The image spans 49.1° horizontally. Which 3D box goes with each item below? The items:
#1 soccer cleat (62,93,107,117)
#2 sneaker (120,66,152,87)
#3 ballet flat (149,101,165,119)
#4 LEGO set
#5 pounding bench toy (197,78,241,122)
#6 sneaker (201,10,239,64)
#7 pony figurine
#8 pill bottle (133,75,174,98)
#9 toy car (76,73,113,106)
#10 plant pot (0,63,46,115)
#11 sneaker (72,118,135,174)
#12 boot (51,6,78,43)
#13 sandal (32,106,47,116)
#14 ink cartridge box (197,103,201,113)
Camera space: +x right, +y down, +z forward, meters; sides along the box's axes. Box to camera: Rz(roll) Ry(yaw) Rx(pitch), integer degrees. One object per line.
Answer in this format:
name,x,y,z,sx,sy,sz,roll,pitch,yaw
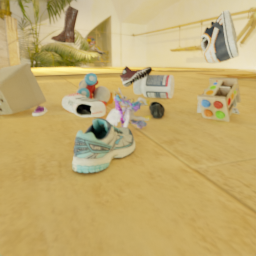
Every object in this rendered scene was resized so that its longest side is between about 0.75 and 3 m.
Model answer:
soccer cleat,-2.360,-1.052,13.590,2.952,1.013,1.257,14,23,33
sneaker,0.275,-2.587,12.781,1.507,0.870,0.570,-29,-20,-2
ballet flat,1.476,-1.047,13.984,0.821,0.702,2.470,4,16,1
LEGO set,4.765,-1.464,14.418,0.474,1.443,1.932,-49,33,-14
pounding bench toy,4.267,-0.982,12.986,1.304,2.099,1.637,12,51,40
sneaker,3.074,-3.120,9.527,1.104,1.090,2.780,-16,31,29
pony figurine,-0.008,-0.533,10.919,1.830,1.766,1.524,12,9,-37
pill bottle,1.703,-2.764,18.590,2.518,1.506,1.506,5,17,17
toy car,-1.812,-1.780,15.642,2.101,1.858,1.937,28,-14,-16
plant pot,-5.792,-1.715,13.802,2.131,2.133,1.888,-1,32,32
sneaker,-0.566,0.287,8.288,1.127,1.254,2.904,7,17,22
boot,-2.691,-4.369,11.848,1.357,1.456,0.468,13,15,26
sandal,-4.446,-0.925,14.145,0.646,0.390,1.586,-3,16,-11
ink cartridge box,4.008,-1.101,14.747,0.689,0.397,1.190,4,16,14
